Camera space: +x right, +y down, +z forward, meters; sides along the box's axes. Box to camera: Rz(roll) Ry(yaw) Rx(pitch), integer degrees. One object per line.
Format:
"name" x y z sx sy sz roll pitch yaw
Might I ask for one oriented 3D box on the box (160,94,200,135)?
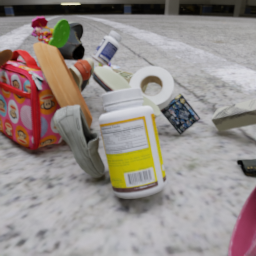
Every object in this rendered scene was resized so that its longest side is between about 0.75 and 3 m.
"box" 1.581 -0.400 8.491 0.813 1.023 0.235 -40 23 8

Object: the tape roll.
"tape roll" 0.690 -1.151 8.278 1.314 0.459 1.314 -3 70 7

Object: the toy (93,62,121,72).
"toy" -1.397 -3.448 15.545 1.087 0.446 1.888 20 33 32

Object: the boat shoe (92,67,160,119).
"boat shoe" -0.125 -0.735 6.902 1.943 0.608 0.692 37 40 -4

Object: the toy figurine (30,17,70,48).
"toy figurine" -2.670 -3.088 9.039 1.112 0.907 1.209 23 73 13

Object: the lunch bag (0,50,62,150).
"lunch bag" -3.067 -0.937 8.213 2.930 2.581 1.200 21 26 38

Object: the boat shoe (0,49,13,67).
"boat shoe" -3.513 -1.788 7.521 0.927 0.326 0.326 -48 44 -14

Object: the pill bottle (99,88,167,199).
"pill bottle" 0.063 0.297 6.054 1.206 2.208 1.206 -11 3 1

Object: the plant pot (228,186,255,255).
"plant pot" 2.553 1.757 4.341 1.418 1.584 1.584 27 34 14

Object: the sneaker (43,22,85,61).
"sneaker" -1.984 -3.140 10.435 1.338 0.942 2.519 12 46 18

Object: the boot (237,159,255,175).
"boot" 3.284 1.099 6.664 0.950 0.532 1.373 -4 14 2

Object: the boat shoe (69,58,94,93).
"boat shoe" -1.758 -1.902 10.323 0.761 0.866 2.433 -42 5 -15

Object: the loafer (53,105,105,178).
"loafer" -0.934 0.356 6.294 0.681 1.950 0.682 -18 34 13

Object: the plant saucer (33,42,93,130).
"plant saucer" -1.794 -1.156 8.264 0.558 2.984 2.984 -27 31 -3

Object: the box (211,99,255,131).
"box" 3.292 -0.376 8.269 1.540 0.527 0.633 -18 27 52

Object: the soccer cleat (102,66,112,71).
"soccer cleat" -0.187 -1.056 7.685 0.711 1.646 0.575 -26 -12 18

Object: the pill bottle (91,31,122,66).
"pill bottle" -0.616 -2.404 8.489 0.556 1.001 0.556 35 4 -3

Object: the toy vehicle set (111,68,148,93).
"toy vehicle set" -0.080 -1.783 10.287 1.644 0.351 2.646 14 15 2
